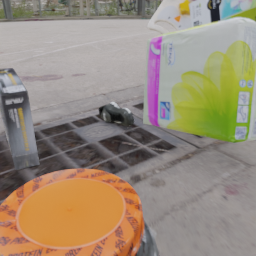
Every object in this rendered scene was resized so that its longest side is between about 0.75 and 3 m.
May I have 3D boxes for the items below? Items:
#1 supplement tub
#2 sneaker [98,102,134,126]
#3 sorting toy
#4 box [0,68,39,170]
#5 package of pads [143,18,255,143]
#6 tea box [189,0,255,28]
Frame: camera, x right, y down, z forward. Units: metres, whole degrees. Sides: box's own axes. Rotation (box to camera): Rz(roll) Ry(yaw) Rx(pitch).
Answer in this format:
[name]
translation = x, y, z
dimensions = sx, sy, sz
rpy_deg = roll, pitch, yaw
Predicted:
[supplement tub]
translation = -0.425, 1.615, 2.562
dimensions = 1.392, 2.273, 1.392
rpy_deg = -1, 26, 0
[sneaker]
translation = -0.435, -0.380, 8.768
dimensions = 0.740, 0.544, 1.636
rpy_deg = -16, 26, -25
[sorting toy]
translation = 2.004, -3.916, 9.810
dimensions = 2.613, 2.352, 1.396
rpy_deg = 44, 0, 14
[box]
translation = -2.879, -0.333, 7.096
dimensions = 0.569, 1.864, 2.354
rpy_deg = -13, 28, -24
[package of pads]
translation = 1.090, -0.750, 4.452
dimensions = 0.721, 1.634, 2.115
rpy_deg = -2, 9, -32
[tea box]
translation = 2.867, -2.176, 6.881
dimensions = 2.249, 2.286, 1.528
rpy_deg = -12, -19, 35
